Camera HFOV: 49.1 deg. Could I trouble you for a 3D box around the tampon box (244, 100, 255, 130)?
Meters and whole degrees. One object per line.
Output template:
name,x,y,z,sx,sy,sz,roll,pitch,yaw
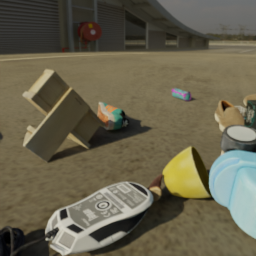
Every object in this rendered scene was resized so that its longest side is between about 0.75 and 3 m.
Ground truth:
tampon box,4.315,0.107,7.848,1.233,1.464,1.953,-2,19,-7

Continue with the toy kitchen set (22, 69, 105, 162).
toy kitchen set,-2.512,-0.254,8.437,2.194,2.432,1.984,20,69,44

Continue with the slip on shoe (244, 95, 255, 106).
slip on shoe,5.978,-1.106,12.127,0.878,0.699,2.308,-42,33,-4

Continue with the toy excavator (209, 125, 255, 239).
toy excavator,2.768,1.456,4.528,2.894,1.487,2.976,9,33,15

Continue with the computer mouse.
computer mouse,-0.765,1.727,4.606,2.814,0.617,1.543,-17,22,-29

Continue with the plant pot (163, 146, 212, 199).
plant pot,1.224,1.054,6.031,0.791,1.114,1.114,-24,11,21

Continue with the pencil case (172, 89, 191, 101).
pencil case,2.778,-1.742,14.634,0.538,0.495,1.164,28,3,-31

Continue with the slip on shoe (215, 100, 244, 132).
slip on shoe,3.835,-0.390,10.360,0.950,0.757,2.499,2,19,5

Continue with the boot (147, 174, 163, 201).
boot,0.549,1.180,5.697,0.292,0.807,0.671,31,52,2

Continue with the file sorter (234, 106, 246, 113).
file sorter,4.481,-0.531,11.197,0.545,0.489,0.786,-3,20,-8

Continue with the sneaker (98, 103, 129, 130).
sneaker,-0.610,-0.429,10.652,0.858,0.766,2.147,1,21,-20
